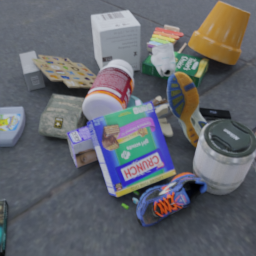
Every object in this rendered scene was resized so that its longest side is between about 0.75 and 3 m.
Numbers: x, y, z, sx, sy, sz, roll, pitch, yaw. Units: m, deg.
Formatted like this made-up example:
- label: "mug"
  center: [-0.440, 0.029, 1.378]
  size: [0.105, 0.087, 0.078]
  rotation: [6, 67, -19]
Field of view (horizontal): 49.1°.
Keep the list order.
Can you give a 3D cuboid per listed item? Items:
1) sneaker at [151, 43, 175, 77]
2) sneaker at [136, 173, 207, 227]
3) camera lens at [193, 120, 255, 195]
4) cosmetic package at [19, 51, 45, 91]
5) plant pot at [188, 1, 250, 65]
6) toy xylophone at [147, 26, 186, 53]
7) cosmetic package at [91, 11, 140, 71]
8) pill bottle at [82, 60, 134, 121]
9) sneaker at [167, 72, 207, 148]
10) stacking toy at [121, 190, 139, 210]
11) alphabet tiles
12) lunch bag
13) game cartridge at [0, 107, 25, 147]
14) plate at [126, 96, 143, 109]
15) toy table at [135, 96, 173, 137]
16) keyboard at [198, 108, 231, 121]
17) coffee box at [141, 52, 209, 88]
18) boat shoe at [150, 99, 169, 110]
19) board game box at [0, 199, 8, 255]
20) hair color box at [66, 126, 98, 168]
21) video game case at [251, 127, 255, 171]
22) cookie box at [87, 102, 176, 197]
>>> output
- label: "sneaker"
  center: [1.382, -2.446, 10.860]
  size: [0.923, 1.052, 2.625]
  rotation: [-12, 1, 10]
- label: "sneaker"
  center: [1.179, 1.868, 7.511]
  size: [2.276, 0.893, 0.858]
  rotation: [-29, 96, -25]
- label: "camera lens"
  center: [2.709, 0.831, 8.031]
  size: [1.527, 1.909, 1.527]
  rotation: [0, 46, 0]
- label: "cosmetic package"
  center: [-4.189, -2.509, 12.205]
  size: [0.777, 0.921, 1.723]
  rotation: [-18, 46, -16]
- label: "plant pot"
  center: [4.266, -4.365, 12.674]
  size: [2.383, 2.182, 2.383]
  rotation: [16, 29, -9]
- label: "toy xylophone"
  center: [2.022, -4.421, 14.372]
  size: [1.798, 0.617, 2.456]
  rotation: [14, 46, 14]
- label: "cosmetic package"
  center: [-0.549, -3.793, 12.586]
  size: [1.792, 2.174, 1.793]
  rotation: [-13, 44, -11]
- label: "pill bottle"
  center: [-0.601, -1.359, 10.291]
  size: [1.458, 1.458, 2.581]
  rotation: [9, 47, 9]
- label: "sneaker"
  center: [1.865, -0.561, 9.224]
  size: [0.982, 2.609, 1.150]
  rotation: [-22, 13, 1]
- label: "stacking toy"
  center: [0.320, 2.142, 7.925]
  size: [0.829, 0.195, 0.625]
  rotation: [24, 49, 28]
- label: "alphabet tiles"
  center: [-2.564, -2.412, 11.964]
  size: [2.472, 0.094, 2.971]
  rotation: [-5, 37, -42]
- label: "lunch bag"
  center: [-2.280, -0.329, 9.964]
  size: [1.335, 0.957, 1.628]
  rotation: [9, 51, 7]
- label: "game cartridge"
  center: [-4.426, -0.087, 10.143]
  size: [1.251, 0.380, 1.877]
  rotation: [-1, 44, -6]
- label: "plate"
  center: [-0.158, -0.857, 10.989]
  size: [1.600, 0.205, 1.600]
  rotation: [1, 46, -1]
- label: "toy table"
  center: [0.874, -0.280, 9.653]
  size: [0.967, 1.518, 1.652]
  rotation: [-14, 78, 0]
- label: "keyboard"
  center: [3.237, -0.470, 10.668]
  size: [1.332, 0.137, 0.847]
  rotation: [6, 36, 8]
- label: "coffee box"
  center: [2.148, -2.803, 12.725]
  size: [2.697, 0.593, 1.659]
  rotation: [20, 48, 19]
- label: "boat shoe"
  center: [0.898, -0.759, 9.445]
  size: [1.034, 0.374, 0.374]
  rotation: [-14, 77, -32]
- label: "board game box"
  center: [-4.333, 2.779, 7.206]
  size: [2.255, 0.318, 1.526]
  rotation: [-10, 45, -11]
- label: "hair color box"
  center: [-0.875, 0.401, 9.073]
  size: [2.026, 1.107, 0.656]
  rotation: [-19, 47, -18]
- label: "video game case"
  center: [3.766, 0.530, 7.781]
  size: [0.164, 1.285, 1.161]
  rotation: [-5, 58, -22]
- label: "cookie box"
  center: [0.086, 0.603, 8.184]
  size: [1.928, 0.847, 2.254]
  rotation: [-18, 89, -18]
